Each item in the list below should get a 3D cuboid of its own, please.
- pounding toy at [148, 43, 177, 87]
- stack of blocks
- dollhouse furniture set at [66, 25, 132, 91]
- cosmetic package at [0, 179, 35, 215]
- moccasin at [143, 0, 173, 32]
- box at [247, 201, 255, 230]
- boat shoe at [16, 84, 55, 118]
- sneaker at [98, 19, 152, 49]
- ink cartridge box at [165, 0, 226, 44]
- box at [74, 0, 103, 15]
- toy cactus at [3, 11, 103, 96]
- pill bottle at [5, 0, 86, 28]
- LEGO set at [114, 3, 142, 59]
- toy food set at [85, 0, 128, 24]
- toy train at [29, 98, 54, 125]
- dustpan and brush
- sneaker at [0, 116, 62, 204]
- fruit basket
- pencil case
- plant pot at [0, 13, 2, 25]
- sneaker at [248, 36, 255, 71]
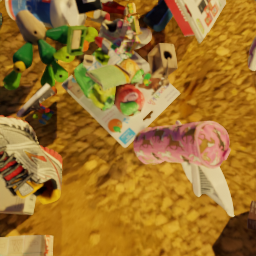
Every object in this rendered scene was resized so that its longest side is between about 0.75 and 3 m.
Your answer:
[{"bbox_3d":[1.056,-1.671,7.612,0.529,1.015,1.156,-3,78,-23],"label":"pounding toy"},{"bbox_3d":[-3.280,3.135,6.961,2.631,1.515,0.771,-3,69,-1],"label":"stack of blocks"},{"bbox_3d":[-0.515,-1.243,4.814,0.671,0.518,1.342,-21,52,-40],"label":"dollhouse furniture set"},{"bbox_3d":[-3.815,1.762,7.860,2.288,0.836,1.184,2,69,0],"label":"cosmetic package"},{"bbox_3d":[1.447,-4.700,10.274,0.840,0.991,2.464,32,71,15],"label":"moccasin"},{"bbox_3d":[3.903,2.453,7.414,1.310,0.491,0.656,8,41,28],"label":"box"},{"bbox_3d":[-2.066,-0.543,6.317,1.001,0.350,0.331,-45,106,-4],"label":"boat shoe"},{"bbox_3d":[-0.122,-3.324,9.801,1.924,0.849,0.783,0,69,0],"label":"sneaker"},{"bbox_3d":[1.980,-4.388,9.326,1.031,2.459,2.158,10,62,48],"label":"ink cartridge box"},{"bbox_3d":[-1.294,-4.142,8.386,0.753,1.045,1.407,-14,35,-1],"label":"box"},{"bbox_3d":[-2.123,-2.091,7.342,2.744,1.403,2.264,-36,77,1],"label":"toy cactus"},{"bbox_3d":[-2.814,-4.304,9.876,2.526,1.418,1.418,11,69,5],"label":"pill bottle"},{"bbox_3d":[-0.051,-2.519,7.510,0.558,1.499,0.690,-19,49,-36],"label":"LEGO set"},{"bbox_3d":[-0.493,-4.597,10.101,1.102,1.170,2.450,21,65,8],"label":"toy food set"},{"bbox_3d":[-2.911,-0.525,9.013,0.922,0.390,0.533,27,85,10],"label":"toy train"},{"bbox_3d":[1.425,0.754,5.842,0.610,1.487,2.130,-19,110,-13],"label":"dustpan and brush"},{"bbox_3d":[-2.130,0.725,5.644,1.078,2.768,1.137,-26,54,10],"label":"sneaker"},{"bbox_3d":[-0.195,-1.253,8.778,2.826,1.325,2.618,43,75,12],"label":"fruit basket"},{"bbox_3d":[0.870,0.316,4.996,0.802,1.853,0.767,-4,87,-30],"label":"pencil case"},{"bbox_3d":[-5.042,-3.581,9.589,1.184,1.768,1.768,13,67,-24],"label":"plant pot"},{"bbox_3d":[4.202,-2.574,7.547,1.203,0.904,2.414,31,108,9],"label":"sneaker"}]
